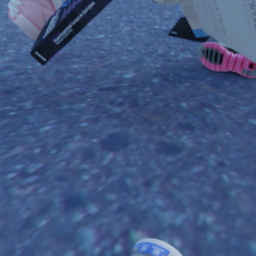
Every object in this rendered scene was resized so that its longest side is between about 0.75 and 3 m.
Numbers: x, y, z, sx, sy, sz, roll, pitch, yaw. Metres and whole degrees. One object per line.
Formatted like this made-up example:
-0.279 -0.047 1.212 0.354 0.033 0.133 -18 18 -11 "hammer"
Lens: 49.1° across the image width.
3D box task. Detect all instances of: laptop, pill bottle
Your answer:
3.091 -4.258 12.434 1.789 1.043 2.019 24 16 29 "laptop"
0.131 1.919 3.026 0.711 0.711 1.250 16 38 22 "pill bottle"

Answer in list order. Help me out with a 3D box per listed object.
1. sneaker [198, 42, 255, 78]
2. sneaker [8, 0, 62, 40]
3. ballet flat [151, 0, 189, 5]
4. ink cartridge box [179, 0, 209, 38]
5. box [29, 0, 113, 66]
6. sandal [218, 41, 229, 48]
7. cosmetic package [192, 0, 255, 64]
3.327 -2.224 9.020 2.161 0.854 1.031 26 33 22 "sneaker"
-2.453 -3.290 6.693 1.401 2.679 1.008 -21 50 -2 "sneaker"
1.689 -3.469 6.019 2.724 0.977 0.977 -24 41 -16 "ballet flat"
2.041 -3.225 7.319 0.884 1.375 0.861 -46 31 -12 "ink cartridge box"
-0.989 -2.511 5.773 2.413 0.436 1.725 -35 34 26 "box"
3.973 -2.728 9.940 0.858 0.518 2.110 -29 55 -13 "sandal"
2.288 -2.497 4.467 1.954 1.966 2.349 -36 41 6 "cosmetic package"
